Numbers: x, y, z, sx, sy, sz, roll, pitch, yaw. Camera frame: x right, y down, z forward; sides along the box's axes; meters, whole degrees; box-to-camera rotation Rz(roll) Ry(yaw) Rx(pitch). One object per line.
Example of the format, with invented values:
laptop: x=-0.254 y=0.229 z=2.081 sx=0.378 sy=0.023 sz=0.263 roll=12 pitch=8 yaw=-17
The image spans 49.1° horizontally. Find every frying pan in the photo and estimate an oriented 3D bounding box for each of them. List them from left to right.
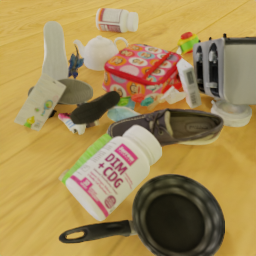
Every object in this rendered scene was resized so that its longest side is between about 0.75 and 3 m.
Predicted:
frying pan: x=0.459 y=1.862 z=4.906 sx=2.824 sy=0.460 sz=1.708 roll=-27 pitch=58 yaw=-27

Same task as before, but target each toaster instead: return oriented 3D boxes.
toaster: x=3.541 y=-1.725 z=8.129 sx=2.987 sy=1.772 sz=2.701 roll=-1 pitch=14 yaw=-4

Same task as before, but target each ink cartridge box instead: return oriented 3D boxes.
ink cartridge box: x=1.803 y=-1.510 z=8.924 sx=0.454 sy=1.294 sz=1.592 roll=-22 pitch=28 yaw=0

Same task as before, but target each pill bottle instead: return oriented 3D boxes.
pill bottle: x=-0.215 y=0.771 z=5.132 sx=0.948 sy=0.948 sz=1.672 roll=31 pitch=63 yaw=35
pill bottle: x=-0.564 y=-5.655 z=14.769 sx=2.051 sy=1.124 sz=1.124 roll=11 pitch=38 yaw=15

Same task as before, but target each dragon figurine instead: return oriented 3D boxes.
dragon figurine: x=-1.887 y=-2.341 z=10.042 sx=0.478 sy=0.808 sz=1.624 roll=21 pitch=73 yaw=-20

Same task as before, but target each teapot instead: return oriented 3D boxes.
teapot: x=-1.065 y=-3.112 z=11.255 sx=1.587 sy=1.174 sz=1.608 roll=27 pitch=43 yaw=31

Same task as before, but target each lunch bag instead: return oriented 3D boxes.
lunch bag: x=0.678 y=-1.849 z=9.558 sx=2.413 sy=1.122 sz=2.739 roll=22 pitch=40 yaw=17

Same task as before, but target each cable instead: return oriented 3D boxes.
cable: x=3.029 y=-0.447 z=8.260 sx=1.124 sy=0.389 sz=1.124 roll=4 pitch=37 yaw=10

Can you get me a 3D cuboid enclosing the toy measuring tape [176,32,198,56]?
toy measuring tape: x=2.567 y=-3.492 z=11.909 sx=0.910 sy=0.910 sz=2.474 roll=8 pitch=35 yaw=10

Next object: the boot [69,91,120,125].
boot: x=-0.969 y=-0.512 z=7.722 sx=1.441 sy=0.558 sz=0.997 roll=-27 pitch=11 yaw=-17

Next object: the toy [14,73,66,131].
toy: x=-2.417 y=-0.702 z=7.567 sx=0.348 sy=0.848 sz=1.472 roll=28 pitch=88 yaw=36

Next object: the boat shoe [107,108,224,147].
boat shoe: x=0.908 y=-0.026 z=6.960 sx=2.917 sy=0.945 sz=1.049 roll=-1 pitch=68 yaw=0

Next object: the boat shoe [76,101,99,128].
boat shoe: x=-1.297 y=-0.454 z=8.192 sx=0.459 sy=0.510 sz=1.417 roll=-25 pitch=43 yaw=-16

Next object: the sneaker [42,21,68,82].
sneaker: x=-2.486 y=-2.308 z=9.633 sx=0.860 sy=2.335 sz=1.350 roll=2 pitch=8 yaw=-12

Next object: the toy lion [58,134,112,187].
toy lion: x=-0.847 y=0.668 z=5.756 sx=0.438 sy=1.223 sz=1.276 roll=44 pitch=71 yaw=3

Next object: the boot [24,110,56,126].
boot: x=-2.583 y=-0.350 z=8.228 sx=0.644 sy=0.360 sz=0.930 roll=17 pitch=46 yaw=4

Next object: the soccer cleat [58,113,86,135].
soccer cleat: x=-1.602 y=-0.118 z=7.802 sx=1.089 sy=0.470 sz=0.380 roll=20 pitch=20 yaw=40

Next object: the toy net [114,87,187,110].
toy net: x=0.650 y=-0.916 z=8.215 sx=2.178 sy=1.143 sz=0.421 roll=-15 pitch=67 yaw=-3

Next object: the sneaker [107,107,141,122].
sneaker: x=-0.040 y=-0.242 z=7.833 sx=1.367 sy=0.505 sz=0.560 roll=15 pitch=24 yaw=20

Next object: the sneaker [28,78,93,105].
sneaker: x=-1.866 y=-1.090 z=8.431 sx=1.992 sy=0.745 sz=1.058 roll=0 pitch=9 yaw=15
